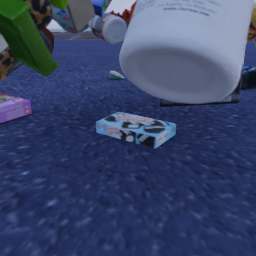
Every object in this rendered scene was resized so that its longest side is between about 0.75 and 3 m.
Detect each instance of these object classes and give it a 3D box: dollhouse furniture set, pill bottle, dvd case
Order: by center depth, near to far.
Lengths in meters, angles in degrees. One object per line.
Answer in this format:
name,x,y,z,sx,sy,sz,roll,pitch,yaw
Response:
dollhouse furniture set,-1.457,-1.708,3.656,1.822,0.914,1.193,31,70,21
pill bottle,1.000,-1.916,4.114,1.607,2.810,1.607,16,-17,5
dvd case,1.409,-1.472,5.546,1.692,2.276,0.182,-2,34,9
pill bottle,-0.651,-3.007,8.303,0.756,0.756,1.299,-12,34,-28
dollhouse furniture set,0.144,-3.804,9.344,1.097,2.129,2.106,10,-4,-21

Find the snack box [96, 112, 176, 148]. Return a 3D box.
snack box,0.194,0.006,7.348,1.821,0.338,1.058,13,25,31

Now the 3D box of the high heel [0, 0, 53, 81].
high heel,-2.499,-1.936,5.148,2.088,2.928,1.046,-36,75,-22

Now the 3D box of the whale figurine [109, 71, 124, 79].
whale figurine,-0.604,-2.627,14.302,0.762,0.395,0.606,21,15,-12

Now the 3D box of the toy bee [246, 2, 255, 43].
toy bee,3.111,-2.697,6.397,2.243,1.219,1.468,-29,29,-17

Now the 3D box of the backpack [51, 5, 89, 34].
backpack,-1.794,-4.044,9.172,1.724,1.462,1.942,-28,-25,12

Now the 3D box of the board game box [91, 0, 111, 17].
board game box,-1.152,-3.201,6.117,1.763,0.304,1.193,21,67,6

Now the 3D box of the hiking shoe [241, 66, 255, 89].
hiking shoe,5.948,-2.512,12.869,2.892,1.076,1.254,-8,24,-20

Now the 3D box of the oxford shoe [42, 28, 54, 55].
oxford shoe,-2.703,-2.568,7.692,0.911,0.873,2.468,29,-18,6

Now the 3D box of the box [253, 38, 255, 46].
box,4.300,-2.559,8.623,0.541,0.496,1.543,-2,56,8

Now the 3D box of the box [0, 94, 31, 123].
box,-4.436,-0.470,8.370,1.675,0.478,2.447,14,25,31
